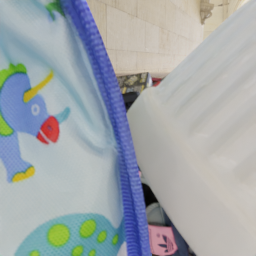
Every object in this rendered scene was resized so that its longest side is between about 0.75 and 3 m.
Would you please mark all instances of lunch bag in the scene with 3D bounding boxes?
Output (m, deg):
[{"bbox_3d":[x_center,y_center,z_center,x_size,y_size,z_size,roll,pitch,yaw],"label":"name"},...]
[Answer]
[{"bbox_3d":[-0.888,0.090,1.648,1.654,2.596,2.207,-4,15,-19],"label":"lunch bag"}]

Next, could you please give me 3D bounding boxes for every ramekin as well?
[{"bbox_3d":[1.222,0.201,1.731,2.296,1.205,2.296,36,16,-12],"label":"ramekin"}]

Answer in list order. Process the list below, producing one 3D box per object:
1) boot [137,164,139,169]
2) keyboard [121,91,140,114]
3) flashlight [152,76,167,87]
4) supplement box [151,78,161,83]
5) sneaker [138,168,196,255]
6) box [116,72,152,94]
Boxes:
[{"bbox_3d":[0.261,0.303,4.112,0.496,1.038,1.374,-2,14,-6],"label":"boot"},{"bbox_3d":[-1.311,-0.215,5.620,2.995,0.384,1.798,-10,-1,-12],"label":"keyboard"},{"bbox_3d":[1.512,-1.293,8.905,2.809,0.951,0.954,-29,64,-17],"label":"flashlight"},{"bbox_3d":[1.388,-2.135,14.622,2.808,0.855,1.528,15,21,41],"label":"supplement box"},{"bbox_3d":[0.654,0.895,2.223,0.981,0.839,2.391,-10,11,-31],"label":"sneaker"},{"bbox_3d":[-0.238,-0.803,7.779,1.610,0.491,1.998,-8,36,17],"label":"box"}]
